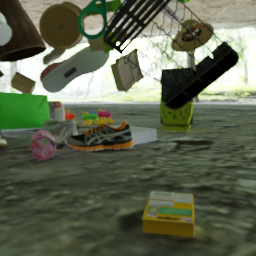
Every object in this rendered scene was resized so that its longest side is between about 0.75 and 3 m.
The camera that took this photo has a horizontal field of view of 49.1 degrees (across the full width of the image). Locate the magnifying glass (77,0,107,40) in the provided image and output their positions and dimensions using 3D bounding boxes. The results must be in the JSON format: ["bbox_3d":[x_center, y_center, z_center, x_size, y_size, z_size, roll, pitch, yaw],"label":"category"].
[{"bbox_3d":[-0.567,-2.494,5.550,0.593,1.489,0.167,13,21,-30],"label":"magnifying glass"}]

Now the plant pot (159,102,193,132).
[{"bbox_3d":[1.904,-0.452,11.007,1.241,1.127,1.235,1,7,15],"label":"plant pot"}]

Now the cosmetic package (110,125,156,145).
[{"bbox_3d":[-0.090,0.194,8.641,1.177,0.403,1.561,-4,8,-44],"label":"cosmetic package"}]

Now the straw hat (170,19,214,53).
[{"bbox_3d":[1.476,-2.309,6.668,1.111,0.470,1.111,-10,-17,-3],"label":"straw hat"}]

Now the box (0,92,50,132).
[{"bbox_3d":[-4.377,-0.439,9.389,2.266,1.241,2.568,-3,2,33],"label":"box"}]

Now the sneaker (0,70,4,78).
[{"bbox_3d":[-4.771,-2.049,9.971,0.818,0.309,0.288,38,-21,20],"label":"sneaker"}]

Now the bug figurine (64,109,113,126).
[{"bbox_3d":[-1.971,-0.562,13.769,2.075,0.689,2.676,5,8,32],"label":"bug figurine"}]

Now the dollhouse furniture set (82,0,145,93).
[{"bbox_3d":[-0.548,-2.738,9.705,1.154,2.989,1.494,4,33,34],"label":"dollhouse furniture set"}]

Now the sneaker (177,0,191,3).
[{"bbox_3d":[0.938,-3.346,6.424,1.306,0.484,0.546,40,-20,-29],"label":"sneaker"}]

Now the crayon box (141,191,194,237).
[{"bbox_3d":[0.459,0.955,3.112,0.522,0.214,0.830,1,6,12],"label":"crayon box"}]

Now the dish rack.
[{"bbox_3d":[0.749,-1.596,5.595,2.374,1.821,0.648,33,36,-24],"label":"dish rack"}]

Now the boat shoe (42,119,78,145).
[{"bbox_3d":[-2.133,0.017,8.694,0.850,0.739,2.306,-4,8,-28],"label":"boat shoe"}]

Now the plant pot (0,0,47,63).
[{"bbox_3d":[-3.897,-3.364,9.540,1.712,1.831,1.712,-17,7,2],"label":"plant pot"}]

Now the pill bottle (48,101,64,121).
[{"bbox_3d":[-3.846,-0.570,11.890,2.034,1.159,1.159,-4,8,-30],"label":"pill bottle"}]

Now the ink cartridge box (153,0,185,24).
[{"bbox_3d":[1.243,-3.412,8.283,0.313,1.235,1.402,-41,-20,26],"label":"ink cartridge box"}]

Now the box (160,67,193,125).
[{"bbox_3d":[2.192,-1.379,12.792,1.418,2.376,2.416,0,3,8],"label":"box"}]

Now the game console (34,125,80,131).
[{"bbox_3d":[-2.784,0.032,10.841,1.723,0.208,1.016,0,7,3],"label":"game console"}]

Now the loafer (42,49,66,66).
[{"bbox_3d":[-3.004,-2.884,11.266,1.172,0.421,0.369,-43,-2,-34],"label":"loafer"}]

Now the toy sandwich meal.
[{"bbox_3d":[-1.761,-2.745,7.600,1.344,1.344,0.460,-1,8,-5],"label":"toy sandwich meal"}]

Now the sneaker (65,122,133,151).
[{"bbox_3d":[-0.748,0.215,7.329,1.791,0.692,0.701,-4,9,-17],"label":"sneaker"}]

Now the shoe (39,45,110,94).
[{"bbox_3d":[-2.111,-2.388,10.694,2.834,1.013,1.289,-35,35,-10],"label":"shoe"}]

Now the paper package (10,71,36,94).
[{"bbox_3d":[-4.490,-1.858,12.013,0.955,0.518,1.002,27,-19,-14],"label":"paper package"}]

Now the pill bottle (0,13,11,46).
[{"bbox_3d":[-4.334,-3.259,8.416,1.750,0.975,0.975,43,22,16],"label":"pill bottle"}]

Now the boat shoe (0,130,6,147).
[{"bbox_3d":[-3.555,0.109,6.902,0.895,0.823,2.505,-6,1,-18],"label":"boat shoe"}]

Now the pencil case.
[{"bbox_3d":[-2.049,0.353,6.698,0.582,0.582,1.331,-2,6,-17],"label":"pencil case"}]
